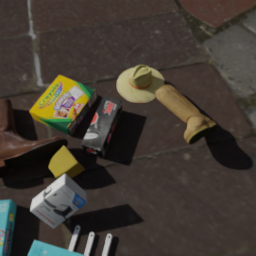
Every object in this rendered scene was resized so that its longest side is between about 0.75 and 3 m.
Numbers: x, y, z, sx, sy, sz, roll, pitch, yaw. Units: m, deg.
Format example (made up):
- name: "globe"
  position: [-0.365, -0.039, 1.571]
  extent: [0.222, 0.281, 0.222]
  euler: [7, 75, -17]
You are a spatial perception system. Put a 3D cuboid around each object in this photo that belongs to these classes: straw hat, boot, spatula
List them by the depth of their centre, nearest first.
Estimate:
- name: "spatula"
  position: [-1.115, 3.563, 7.172]
  extent: [1.297, 0.150, 1.865]
  euler: [9, 59, 12]
- name: "boot"
  position: [1.625, -0.487, 8.903]
  extent: [2.102, 0.695, 1.841]
  euler: [45, 29, 19]
- name: "boot"
  position: [-3.548, -0.050, 8.944]
  extent: [2.610, 0.899, 2.800]
  euler: [-20, 57, -14]
- name: "straw hat"
  position: [0.455, -1.810, 9.985]
  extent: [1.792, 0.759, 1.792]
  euler: [0, 60, -1]

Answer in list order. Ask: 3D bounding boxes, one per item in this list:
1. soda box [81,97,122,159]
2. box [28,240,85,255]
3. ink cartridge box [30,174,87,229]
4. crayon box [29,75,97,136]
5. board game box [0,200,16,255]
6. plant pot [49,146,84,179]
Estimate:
- name: "soda box"
  position: [-0.810, -0.046, 9.017]
  extent: [0.685, 0.613, 1.936]
  euler: [15, 60, 9]
- name: "box"
  position: [-1.303, 3.319, 6.751]
  extent: [2.096, 0.863, 0.515]
  euler: [11, 59, 12]
- name: "ink cartridge box"
  position: [-1.807, 1.932, 7.336]
  extent: [1.183, 0.858, 0.495]
  euler: [-39, 23, 7]
- name: "crayon box"
  position: [-2.162, -0.806, 9.518]
  extent: [1.522, 0.514, 1.764]
  euler: [24, 62, 13]
- name: "board game box"
  position: [-3.932, 3.054, 7.223]
  extent: [1.661, 0.516, 2.200]
  euler: [-3, 59, -2]
- name: "plant pot"
  position: [-1.883, 1.125, 8.285]
  extent: [0.757, 0.736, 0.740]
  euler: [-39, 66, -9]
